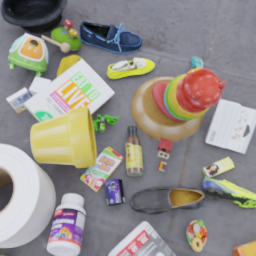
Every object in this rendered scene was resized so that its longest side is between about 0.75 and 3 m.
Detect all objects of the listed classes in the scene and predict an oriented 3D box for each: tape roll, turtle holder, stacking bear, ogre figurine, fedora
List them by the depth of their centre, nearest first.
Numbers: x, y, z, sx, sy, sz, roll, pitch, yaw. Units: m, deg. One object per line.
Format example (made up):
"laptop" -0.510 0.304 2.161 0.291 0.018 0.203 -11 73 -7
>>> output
"tape roll" -3.817 2.117 8.482 2.842 1.951 2.842 0 66 -1
"stacking bear" 1.936 -1.051 8.686 1.698 2.796 1.590 -16 90 -7
"ogre figurine" -0.900 -0.205 10.189 1.014 0.497 0.608 -44 36 -10
"turtle holder" -3.739 -2.838 10.869 1.472 1.938 1.376 19 101 0
"fedora" -3.859 -4.930 11.941 2.784 1.272 2.784 -1 66 2

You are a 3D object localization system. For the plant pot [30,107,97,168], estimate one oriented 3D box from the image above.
"plant pot" -1.996 0.371 8.790 1.785 1.898 1.898 -7 66 -2

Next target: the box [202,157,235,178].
"box" 3.146 1.390 9.724 1.079 0.270 0.406 -22 68 -10

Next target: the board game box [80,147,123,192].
"board game box" -0.893 1.406 9.765 0.734 0.230 1.536 35 68 14

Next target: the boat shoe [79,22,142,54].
"boat shoe" -0.735 -3.754 11.602 2.679 0.919 1.127 5 65 -1

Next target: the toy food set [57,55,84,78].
"toy food set" -2.263 -1.933 10.908 1.048 0.582 1.781 19 71 -18

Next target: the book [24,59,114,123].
"book" -2.086 -1.011 10.166 1.797 0.646 2.689 47 70 -5

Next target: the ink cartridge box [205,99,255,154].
"ink cartridge box" 3.636 -0.057 9.856 1.404 0.352 1.618 17 103 6

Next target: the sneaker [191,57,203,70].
"sneaker" 2.725 -2.447 11.214 0.441 0.453 1.137 -25 52 34

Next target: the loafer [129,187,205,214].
"loafer" 1.252 2.237 9.000 2.439 0.882 0.888 -7 66 -1

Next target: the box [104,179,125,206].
"box" -0.454 2.127 9.231 0.555 0.310 0.786 -18 67 21

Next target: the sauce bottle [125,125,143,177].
"sauce bottle" 0.185 0.784 9.845 0.581 0.581 1.797 -3 64 -1

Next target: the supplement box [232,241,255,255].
"supplement box" 4.103 3.710 8.560 1.636 0.563 0.544 -15 67 -5

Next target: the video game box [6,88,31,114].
"video game box" -3.985 -0.997 10.447 0.778 0.854 0.200 -34 64 -13

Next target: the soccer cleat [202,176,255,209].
"soccer cleat" 3.440 2.076 9.234 2.033 0.657 0.850 14 41 0

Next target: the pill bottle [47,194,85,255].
"pill bottle" -1.819 2.920 8.537 0.939 0.939 1.685 2 47 1

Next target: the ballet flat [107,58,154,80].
"ballet flat" 0.115 -2.438 11.169 2.002 0.671 0.669 -15 58 -6

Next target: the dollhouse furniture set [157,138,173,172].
"dollhouse furniture set" 1.171 0.963 9.758 0.457 0.604 1.123 18 74 8

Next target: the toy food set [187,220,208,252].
"toy food set" 2.150 3.318 8.711 0.860 0.209 0.851 -30 93 -34

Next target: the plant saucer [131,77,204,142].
"plant saucer" 1.515 -0.867 10.591 2.831 0.501 2.831 0 66 0

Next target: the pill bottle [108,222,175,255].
"pill bottle" 0.833 4.155 7.800 1.534 1.534 2.694 -39 71 -15

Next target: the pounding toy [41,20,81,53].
"pounding toy" -2.472 -3.771 11.274 1.272 0.764 1.647 34 35 -1

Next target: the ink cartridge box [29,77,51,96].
"ink cartridge box" -3.222 -1.391 10.619 0.630 0.863 0.633 16 67 7
